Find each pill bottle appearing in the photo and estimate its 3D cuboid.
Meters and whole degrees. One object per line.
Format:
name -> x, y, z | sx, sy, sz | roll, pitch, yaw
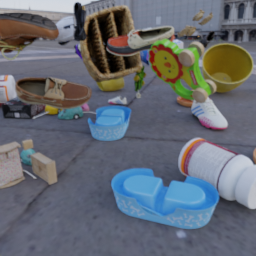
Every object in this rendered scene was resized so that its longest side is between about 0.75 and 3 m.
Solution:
pill bottle -> -7.291, -1.837, 14.320 | 2.778, 1.586, 1.586 | -4, 21, -13
pill bottle -> 2.355, 1.089, 7.013 | 1.139, 1.139, 2.079 | -14, 24, -33

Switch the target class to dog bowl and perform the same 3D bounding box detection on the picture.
dog bowl -> 0.787, 1.598, 6.434 | 2.415, 0.599, 1.346 | 8, 22, 19
dog bowl -> -0.699, -0.216, 11.273 | 1.483, 0.659, 2.660 | 3, 20, 7

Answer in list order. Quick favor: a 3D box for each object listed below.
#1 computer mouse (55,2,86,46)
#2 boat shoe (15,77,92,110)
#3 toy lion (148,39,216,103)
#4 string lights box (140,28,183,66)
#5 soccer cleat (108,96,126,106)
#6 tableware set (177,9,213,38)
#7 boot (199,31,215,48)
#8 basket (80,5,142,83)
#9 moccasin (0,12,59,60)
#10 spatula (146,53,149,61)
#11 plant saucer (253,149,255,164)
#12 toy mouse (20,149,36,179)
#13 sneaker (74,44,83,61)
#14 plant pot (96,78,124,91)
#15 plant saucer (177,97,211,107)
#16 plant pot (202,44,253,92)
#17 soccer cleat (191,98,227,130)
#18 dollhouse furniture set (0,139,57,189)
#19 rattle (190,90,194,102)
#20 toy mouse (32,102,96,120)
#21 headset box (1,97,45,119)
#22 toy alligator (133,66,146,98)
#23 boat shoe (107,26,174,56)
computer mouse -> -1.671, -2.663, 7.605 | 0.399, 0.997, 1.818 | -2, 1, -35
boat shoe -> -2.297, -1.108, 8.574 | 2.337, 0.885, 0.839 | -1, -19, -5
toy lion -> 1.359, -1.586, 7.735 | 0.618, 1.799, 1.724 | -43, 30, -26
string lights box -> 1.092, -3.661, 12.639 | 1.478, 0.848, 2.875 | -20, 37, -15
soccer cleat -> -0.575, -1.492, 15.008 | 1.076, 0.465, 0.376 | 8, 22, 23
tableware set -> 2.666, -4.121, 11.203 | 1.534, 0.178, 1.282 | -37, -12, 32
boot -> 3.666, -4.120, 13.666 | 0.623, 1.566, 1.798 | 38, 49, -7
basket -> -0.747, -2.912, 9.962 | 1.659, 2.324, 1.731 | -14, 6, -22
moccasin -> -3.171, -2.398, 7.312 | 2.891, 1.116, 1.058 | 1, 24, 9
spatula -> 1.509, -2.679, 10.765 | 1.582, 0.447, 0.163 | 9, 1, -6
plant saucer -> 4.887, 1.114, 7.930 | 2.535, 0.474, 2.535 | 1, 21, 0
toy mouse -> -3.497, 0.919, 8.567 | 1.998, 0.387, 1.776 | 1, 20, 3
sneaker -> -2.383, -3.736, 14.073 | 0.537, 1.079, 0.375 | 9, 51, 29
plant pot -> -1.287, -3.062, 17.801 | 1.305, 1.838, 1.838 | -32, 31, -19
plant saucer -> 3.533, -1.416, 15.068 | 1.810, 0.292, 1.810 | 1, 20, 0
plant pot -> 5.834, -3.339, 17.095 | 2.897, 2.056, 2.897 | -2, 65, 5
soccer cleat -> 3.400, -0.726, 12.030 | 0.878, 1.086, 2.515 | -5, 21, -13
dollhouse furniture set -> -3.017, 1.101, 7.083 | 2.120, 1.099, 0.938 | -19, 26, -41
rattle -> 3.633, -2.130, 15.491 | 0.995, 1.092, 1.529 | -19, 33, 8
toy mouse -> -2.619, -0.987, 13.431 | 2.593, 0.565, 2.917 | 8, 23, 19
headset box -> -4.927, -1.045, 13.441 | 1.369, 0.711, 1.840 | 2, 22, 7
toy alligator -> 0.407, -1.911, 11.668 | 0.371, 1.544, 0.512 | -6, -28, 40
boat shoe -> 0.358, -2.685, 8.520 | 2.094, 0.655, 0.745 | -3, 61, 3
